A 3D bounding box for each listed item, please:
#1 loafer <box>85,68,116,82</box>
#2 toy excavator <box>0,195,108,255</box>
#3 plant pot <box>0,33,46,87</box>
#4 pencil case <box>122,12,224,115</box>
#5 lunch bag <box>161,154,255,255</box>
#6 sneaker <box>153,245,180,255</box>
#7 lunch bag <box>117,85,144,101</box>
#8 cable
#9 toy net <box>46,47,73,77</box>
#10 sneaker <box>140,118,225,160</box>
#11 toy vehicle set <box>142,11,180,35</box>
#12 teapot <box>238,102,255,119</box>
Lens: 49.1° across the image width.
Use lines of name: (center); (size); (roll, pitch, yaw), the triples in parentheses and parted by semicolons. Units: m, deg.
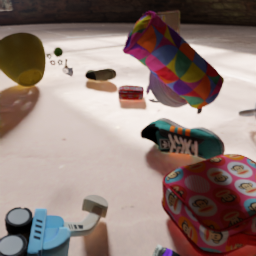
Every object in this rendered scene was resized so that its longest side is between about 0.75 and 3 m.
loafer: (-1.673, -3.061, 16.513); (2.035, 0.770, 0.695); (0, 26, 21)
toy excavator: (-1.437, 2.236, 5.853); (2.150, 1.074, 2.091); (8, 27, -13)
plant pot: (-5.734, -3.477, 15.539); (2.836, 2.836, 2.013); (-17, 66, -30)
pencil case: (1.162, -1.558, 7.056); (2.830, 1.251, 1.251); (36, 13, -26)
lunch bag: (2.374, 1.730, 6.493); (2.730, 1.119, 2.405); (-12, 29, -22)
sneaker: (0.678, 2.772, 5.158); (0.675, 0.472, 1.357); (11, 28, 19)
lunch bag: (0.130, -1.706, 14.046); (1.317, 0.540, 1.160); (2, 31, 5)
cable: (1.356, -1.400, 8.424); (1.625, 1.625, 0.562); (14, -18, -26)
toy net: (-2.573, -2.462, 10.836); (0.650, 1.240, 0.239); (-42, 25, -17)
sneaker: (1.636, 0.479, 9.204); (1.184, 1.058, 2.964); (-23, 28, -34)
toy vehicle set: (1.055, -3.347, 9.113); (1.235, 0.767, 0.164); (3, 7, 20)
teapot: (5.724, -0.618, 10.726); (2.069, 2.042, 1.511); (44, 2, 11)
